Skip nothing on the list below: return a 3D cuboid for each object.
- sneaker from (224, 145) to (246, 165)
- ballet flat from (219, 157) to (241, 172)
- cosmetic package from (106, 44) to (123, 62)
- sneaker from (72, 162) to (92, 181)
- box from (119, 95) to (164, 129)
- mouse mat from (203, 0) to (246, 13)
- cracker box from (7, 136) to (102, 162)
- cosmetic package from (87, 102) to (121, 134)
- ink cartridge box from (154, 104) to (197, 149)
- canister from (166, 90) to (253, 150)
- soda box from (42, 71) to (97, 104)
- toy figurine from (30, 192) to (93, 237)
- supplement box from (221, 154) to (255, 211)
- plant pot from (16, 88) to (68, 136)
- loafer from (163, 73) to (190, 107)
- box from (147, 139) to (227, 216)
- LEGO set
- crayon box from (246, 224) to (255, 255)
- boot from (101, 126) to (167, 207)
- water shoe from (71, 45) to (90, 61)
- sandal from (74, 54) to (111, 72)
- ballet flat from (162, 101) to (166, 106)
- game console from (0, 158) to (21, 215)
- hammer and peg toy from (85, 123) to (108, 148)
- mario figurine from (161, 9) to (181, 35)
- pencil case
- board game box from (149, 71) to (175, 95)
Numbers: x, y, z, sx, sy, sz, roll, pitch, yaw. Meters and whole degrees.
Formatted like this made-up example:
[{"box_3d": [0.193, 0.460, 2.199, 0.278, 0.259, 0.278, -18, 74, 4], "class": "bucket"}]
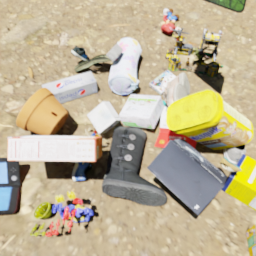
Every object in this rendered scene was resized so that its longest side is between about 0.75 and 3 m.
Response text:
[{"box_3d": [4.034, 0.154, 10.651, 0.925, 1.015, 2.475, -2, 59, -7], "class": "sneaker"}, {"box_3d": [3.201, 1.225, 8.805, 0.324, 0.945, 0.298, 34, 97, -18], "class": "ballet flat"}, {"box_3d": [-0.569, -3.258, 12.100, 0.420, 0.355, 0.787, 42, 47, -16], "class": "cosmetic package"}, {"box_3d": [-1.596, 1.289, 10.252, 0.643, 0.566, 1.441, 6, 62, 2], "class": "sneaker"}, {"box_3d": [0.546, -0.679, 11.286, 1.402, 0.678, 1.237, 7, 54, 31], "class": "box"}, {"box_3d": [2.863, -4.664, 8.000, 0.086, 2.294, 1.846, -19, 43, -25], "class": "mouse mat"}, {"box_3d": [-2.134, 0.617, 8.636, 2.520, 1.688, 0.727, 1, 90, 1], "class": "cracker box"}, {"box_3d": [-0.909, -0.390, 10.554, 0.882, 0.544, 0.885, -38, 78, 20], "class": "cosmetic package"}, {"box_3d": [2.000, -0.135, 10.914, 1.651, 0.514, 2.052, 6, 54, 31], "class": "ink cartridge box"}, {"box_3d": [2.784, -0.132, 9.363, 1.887, 2.541, 1.100, -19, 58, 43], "class": "canister"}, {"box_3d": [-2.539, -1.713, 12.325, 2.268, 0.719, 0.774, -20, 56, -14], "class": "soda box"}, {"box_3d": [-1.869, 2.899, 8.870, 2.271, 1.360, 1.198, -25, 50, 36], "class": "toy figurine"}, {"box_3d": [4.389, 2.002, 9.338, 2.029, 1.105, 1.111, 31, 59, 21], "class": "supplement box"}, {"box_3d": [-3.097, -0.439, 10.525, 1.245, 1.779, 1.779, 34, 58, -1], "class": "plant pot"}, {"box_3d": [1.818, -1.300, 11.020, 0.933, 1.067, 2.969, -16, 21, 26], "class": "loafer"}, {"box_3d": [1.943, 1.426, 8.902, 1.998, 2.032, 1.193, 42, 104, 17], "class": "box"}, {"box_3d": [3.226, -3.738, 13.238, 2.845, 1.649, 2.188, 17, 55, 12], "class": "LEGO set"}, {"box_3d": [3.881, 3.644, 8.311, 0.335, 0.817, 1.299, 4, 54, 3], "class": "crayon box"}, {"box_3d": [0.358, 1.262, 10.121, 2.275, 0.906, 2.760, 18, 42, -7], "class": "boot"}, {"box_3d": [-2.178, -3.568, 13.473, 0.457, 1.280, 0.505, 43, 107, 21], "class": "water shoe"}, {"box_3d": [-1.616, -2.981, 13.241, 1.947, 0.556, 0.773, -15, 30, 22], "class": "sandal"}, {"box_3d": [1.343, -0.937, 11.992, 0.956, 0.332, 0.332, -16, 55, -9], "class": "ballet flat"}, {"box_3d": [-4.622, 1.906, 9.264, 1.853, 1.597, 1.100, 0, 16, -12], "class": "game console"}, {"box_3d": [-1.310, 0.250, 10.856, 0.810, 0.388, 1.102, 7, 45, -43], "class": "hammer and peg toy"}, {"box_3d": [2.408, -5.808, 15.206, 1.137, 0.976, 1.841, 11, 53, 9], "class": "mario figurine"}, {"box_3d": [-0.110, -2.870, 12.866, 1.308, 1.199, 2.884, -7, 51, 15], "class": "pencil case"}, {"box_3d": [1.654, -2.082, 12.841, 1.201, 0.208, 0.758, -39, 68, -21], "class": "board game box"}]
